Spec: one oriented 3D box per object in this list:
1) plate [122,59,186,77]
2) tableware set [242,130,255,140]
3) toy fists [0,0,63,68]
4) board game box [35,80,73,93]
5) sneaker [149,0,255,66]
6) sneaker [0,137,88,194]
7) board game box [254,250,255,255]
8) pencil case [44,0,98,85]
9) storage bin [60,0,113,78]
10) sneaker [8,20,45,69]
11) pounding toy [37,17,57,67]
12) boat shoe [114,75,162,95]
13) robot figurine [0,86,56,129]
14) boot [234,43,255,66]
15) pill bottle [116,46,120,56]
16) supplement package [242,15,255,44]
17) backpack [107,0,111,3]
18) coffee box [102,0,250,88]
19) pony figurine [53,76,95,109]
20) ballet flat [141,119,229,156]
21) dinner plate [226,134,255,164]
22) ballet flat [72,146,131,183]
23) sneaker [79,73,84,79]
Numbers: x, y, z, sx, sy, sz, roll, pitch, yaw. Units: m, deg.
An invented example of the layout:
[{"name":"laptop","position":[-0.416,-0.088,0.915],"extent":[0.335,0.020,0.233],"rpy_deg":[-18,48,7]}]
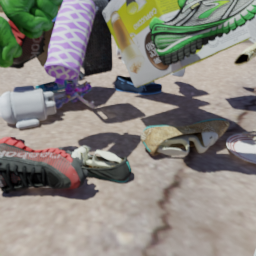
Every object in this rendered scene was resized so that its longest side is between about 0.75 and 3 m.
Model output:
[{"name":"plate","position":[0.980,-3.199,9.510],"extent":[2.499,2.504,0.405],"rpy_deg":[19,32,26]},{"name":"tableware set","position":[4.624,0.215,7.951],"extent":[2.368,0.363,1.595],"rpy_deg":[-5,28,-23]},{"name":"toy fists","position":[-2.441,-2.145,5.672],"extent":[2.627,1.339,0.903],"rpy_deg":[-49,40,-13]},{"name":"board game box","position":[-2.762,-1.613,10.879],"extent":[1.149,0.357,1.521],"rpy_deg":[-13,8,5]},{"name":"sneaker","position":[1.436,-2.060,4.865],"extent":[2.362,1.006,0.922],"rpy_deg":[-28,17,17]},{"name":"sneaker","position":[-2.204,0.955,6.168],"extent":[2.685,0.949,1.312],"rpy_deg":[11,29,24]},{"name":"board game box","position":[2.791,2.152,4.511],"extent":[1.330,0.365,2.107],"rpy_deg":[18,33,29]},{"name":"pencil case","position":[-1.213,-1.891,5.878],"extent":[0.768,1.830,0.782],"rpy_deg":[20,-19,-23]},{"name":"storage bin","position":[-1.206,-2.705,8.265],"extent":[0.972,2.074,1.402],"rpy_deg":[-19,39,-24]},{"name":"sneaker","position":[-3.075,-3.032,8.741],"extent":[1.036,2.930,1.431],"rpy_deg":[39,3,22]},{"name":"pounding toy","position":[-2.541,-3.528,10.242],"extent":[2.041,1.576,2.217],"rpy_deg":[-18,25,25]},{"name":"boat shoe","position":[0.403,-1.827,11.692],"extent":[2.027,0.696,0.853],"rpy_deg":[3,28,6]},{"name":"robot figurine","position":[-3.357,-0.700,9.163],"extent":[1.892,1.069,1.605],"rpy_deg":[-8,61,-15]},{"name":"boot","position":[2.880,-1.753,6.448],"extent":[0.836,0.301,0.646],"rpy_deg":[-33,2,44]},{"name":"pill bottle","position":[0.251,-4.682,16.716],"extent":[1.865,1.048,1.048],"rpy_deg":[-2,28,-3]},{"name":"supplement package","position":[3.776,-3.569,8.697],"extent":[1.117,1.472,1.109],"rpy_deg":[32,17,-8]},{"name":"backpack","position":[-0.854,-4.972,10.720],"extent":[1.414,1.749,1.836],"rpy_deg":[42,26,-5]},{"name":"coffee box","position":[1.110,-2.565,6.963],"extent":[2.249,2.224,2.246],"rpy_deg":[-27,9,-23]},{"name":"pony figurine","position":[-2.027,-1.277,10.275],"extent":[1.672,1.392,1.614],"rpy_deg":[-24,22,-10]},{"name":"ballet flat","position":[1.662,0.342,7.681],"extent":[2.617,0.923,0.854],"rpy_deg":[-8,55,-9]},{"name":"dinner plate","position":[3.506,0.601,7.649],"extent":[1.608,0.195,1.608],"rpy_deg":[0,29,0]},{"name":"ballet flat","position":[-0.869,0.794,6.761],"extent":[1.973,0.675,0.671],"rpy_deg":[6,30,11]},{"name":"sneaker","position":[-2.689,-2.532,13.318],"extent":[1.106,0.424,0.615],"rpy_deg":[19,24,19]}]
